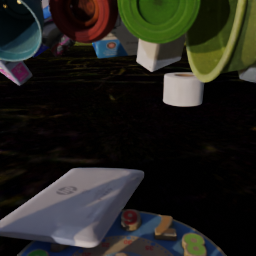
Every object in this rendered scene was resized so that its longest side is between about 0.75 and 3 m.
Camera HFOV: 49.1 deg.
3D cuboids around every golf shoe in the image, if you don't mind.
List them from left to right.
[{"bbox_3d":[-1.417,-2.977,7.307,0.922,1.169,2.539,-31,19,52],"label":"golf shoe"}]

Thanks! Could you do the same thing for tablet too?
[{"bbox_3d":[-0.627,0.906,3.745,1.302,0.137,2.001,0,11,17],"label":"tablet"}]

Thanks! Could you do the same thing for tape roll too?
[{"bbox_3d":[1.861,-1.325,9.434,1.324,0.909,1.324,-1,19,0],"label":"tape roll"}]

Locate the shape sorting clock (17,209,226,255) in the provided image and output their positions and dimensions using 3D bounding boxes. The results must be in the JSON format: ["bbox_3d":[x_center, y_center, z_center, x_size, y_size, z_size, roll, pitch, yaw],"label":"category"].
[{"bbox_3d":[-0.057,1.349,2.565,2.158,0.423,2.158,0,20,0],"label":"shape sorting clock"}]

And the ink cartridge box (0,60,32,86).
[{"bbox_3d":[-3.003,-1.958,5.674,1.376,2.306,0.484,34,70,25],"label":"ink cartridge box"}]

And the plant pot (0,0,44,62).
[{"bbox_3d":[-1.591,-1.565,3.823,0.955,0.955,0.897,-1,47,-2],"label":"plant pot"}]

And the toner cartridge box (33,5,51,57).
[{"bbox_3d":[-2.173,-3.060,8.232,2.153,0.465,1.022,-36,-14,-6],"label":"toner cartridge box"}]

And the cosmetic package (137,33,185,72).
[{"bbox_3d":[0.967,-2.926,7.008,1.172,2.840,0.719,-29,54,-31],"label":"cosmetic package"}]

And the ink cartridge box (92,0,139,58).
[{"bbox_3d":[-0.125,-3.917,9.061,2.113,2.895,1.220,-9,44,-11],"label":"ink cartridge box"}]

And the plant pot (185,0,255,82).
[{"bbox_3d":[2.232,-1.879,3.976,2.300,2.422,2.422,-1,19,-2],"label":"plant pot"}]

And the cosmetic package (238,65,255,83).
[{"bbox_3d":[3.016,-2.245,6.056,1.461,0.987,2.777,10,55,-8],"label":"cosmetic package"}]

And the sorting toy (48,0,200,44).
[{"bbox_3d":[-0.080,-1.968,4.087,2.179,1.309,0.894,1,32,10],"label":"sorting toy"}]
